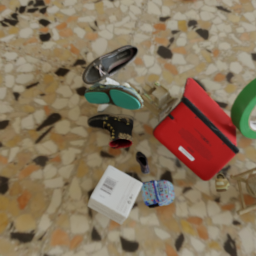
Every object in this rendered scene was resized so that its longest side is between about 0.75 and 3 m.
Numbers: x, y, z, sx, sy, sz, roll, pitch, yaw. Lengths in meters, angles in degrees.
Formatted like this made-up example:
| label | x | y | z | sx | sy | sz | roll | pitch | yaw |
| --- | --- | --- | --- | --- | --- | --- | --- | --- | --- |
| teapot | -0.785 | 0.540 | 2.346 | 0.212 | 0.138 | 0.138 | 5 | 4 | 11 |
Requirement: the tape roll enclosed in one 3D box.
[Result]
| label | x | y | z | sx | sy | sz | roll | pitch | yaw |
| --- | --- | --- | --- | --- | --- | --- | --- | --- | --- |
| tape roll | 4.873 | -0.768 | 9.748 | 2.581 | 2.581 | 0.620 | -18 | 44 | -8 |

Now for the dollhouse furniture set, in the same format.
| label | x | y | z | sx | sy | sz | roll | pitch | yaw |
| --- | --- | --- | --- | --- | --- | --- | --- | --- | --- |
| dollhouse furniture set | 0.860 | -1.566 | 10.499 | 1.119 | 1.780 | 2.013 | -41 | 67 | -13 |

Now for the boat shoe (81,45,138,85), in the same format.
| label | x | y | z | sx | sy | sz | roll | pitch | yaw |
| --- | --- | --- | --- | --- | --- | --- | --- | --- | --- |
| boat shoe | -0.722 | -2.630 | 11.381 | 2.643 | 0.753 | 0.884 | -35 | 107 | -15 |

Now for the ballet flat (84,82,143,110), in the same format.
| label | x | y | z | sx | sy | sz | roll | pitch | yaw |
| --- | --- | --- | --- | --- | --- | --- | --- | --- | --- |
| ballet flat | -0.408 | -1.203 | 9.557 | 2.510 | 0.932 | 0.932 | 13 | 61 | 35 |

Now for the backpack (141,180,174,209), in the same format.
| label | x | y | z | sx | sy | sz | roll | pitch | yaw |
| --- | --- | --- | --- | --- | --- | --- | --- | --- | --- |
| backpack | 1.001 | 2.136 | 9.239 | 0.972 | 0.654 | 0.887 | -15 | 59 | 18 |

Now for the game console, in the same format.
| label | x | y | z | sx | sy | sz | roll | pitch | yaw |
| --- | --- | --- | --- | --- | --- | --- | --- | --- | --- |
| game console | 2.456 | 0.031 | 9.973 | 2.784 | 1.652 | 2.399 | 41 | 99 | -14 |

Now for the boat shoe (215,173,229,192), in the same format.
| label | x | y | z | sx | sy | sz | roll | pitch | yaw |
| --- | --- | --- | --- | --- | --- | --- | --- | --- | --- |
| boat shoe | 3.024 | 1.707 | 9.074 | 0.464 | 1.296 | 0.493 | -11 | 86 | 15 |

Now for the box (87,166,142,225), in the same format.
| label | x | y | z | sx | sy | sz | roll | pitch | yaw |
| --- | --- | --- | --- | --- | --- | --- | --- | --- | --- |
| box | -0.425 | 2.166 | 9.059 | 1.301 | 0.851 | 1.295 | 28 | 56 | 3 |

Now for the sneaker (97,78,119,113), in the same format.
| label | x | y | z | sx | sy | sz | roll | pitch | yaw |
| --- | --- | --- | --- | --- | --- | --- | --- | --- | --- |
| sneaker | -0.942 | -1.274 | 11.047 | 0.652 | 0.572 | 1.627 | 32 | 58 | -17 |

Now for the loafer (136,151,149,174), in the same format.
| label | x | y | z | sx | sy | sz | roll | pitch | yaw |
| --- | --- | --- | --- | --- | --- | --- | --- | --- | --- |
| loafer | 0.505 | 1.120 | 9.632 | 0.385 | 0.338 | 1.072 | -11 | 37 | -7 |

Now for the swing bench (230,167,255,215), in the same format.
| label | x | y | z | sx | sy | sz | roll | pitch | yaw |
| --- | --- | --- | --- | --- | --- | --- | --- | --- | --- |
| swing bench | 4.687 | 1.874 | 8.468 | 2.168 | 2.156 | 1.407 | 2 | 69 | -10 |

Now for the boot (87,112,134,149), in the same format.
| label | x | y | z | sx | sy | sz | roll | pitch | yaw |
| --- | --- | --- | --- | --- | --- | --- | --- | --- | --- |
| boot | -0.628 | 0.100 | 10.191 | 1.769 | 0.647 | 1.332 | 3 | 43 | -7 |
